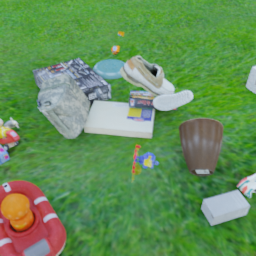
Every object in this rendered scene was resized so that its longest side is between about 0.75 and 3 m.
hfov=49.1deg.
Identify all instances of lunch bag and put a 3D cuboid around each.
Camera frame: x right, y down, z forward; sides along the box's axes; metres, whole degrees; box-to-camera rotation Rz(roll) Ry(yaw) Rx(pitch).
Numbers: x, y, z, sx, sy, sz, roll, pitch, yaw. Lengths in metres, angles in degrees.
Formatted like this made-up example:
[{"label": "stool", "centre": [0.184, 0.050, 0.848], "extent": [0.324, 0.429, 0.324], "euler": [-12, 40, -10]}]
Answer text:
[{"label": "lunch bag", "centre": [-2.176, -0.671, 9.413], "extent": [1.264, 1.814, 1.521], "euler": [-15, 48, 13]}]

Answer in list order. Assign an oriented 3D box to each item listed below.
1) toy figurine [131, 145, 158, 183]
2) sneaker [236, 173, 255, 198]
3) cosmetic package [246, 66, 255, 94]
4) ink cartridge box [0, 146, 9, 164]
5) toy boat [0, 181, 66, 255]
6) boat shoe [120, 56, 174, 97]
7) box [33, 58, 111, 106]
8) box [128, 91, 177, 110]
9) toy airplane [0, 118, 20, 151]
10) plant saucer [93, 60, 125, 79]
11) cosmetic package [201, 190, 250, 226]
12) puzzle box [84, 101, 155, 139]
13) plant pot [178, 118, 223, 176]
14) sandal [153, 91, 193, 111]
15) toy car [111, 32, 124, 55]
[{"label": "toy figurine", "centre": [0.441, 0.945, 7.034], "extent": [0.617, 1.029, 0.543], "euler": [8, 38, 7]}, {"label": "sneaker", "centre": [3.822, 1.656, 8.245], "extent": [1.259, 0.443, 0.589], "euler": [-19, 56, -20]}, {"label": "cosmetic package", "centre": [6.853, -2.249, 12.288], "extent": [2.939, 1.088, 1.494], "euler": [-17, 44, -22]}, {"label": "ink cartridge box", "centre": [-4.412, 0.986, 9.042], "extent": [0.618, 0.346, 0.906], "euler": [33, 52, 33]}, {"label": "toy boat", "centre": [-2.591, 2.139, 6.742], "extent": [1.545, 1.548, 2.368], "euler": [-25, 47, -27]}, {"label": "boat shoe", "centre": [0.893, -1.772, 9.969], "extent": [2.417, 0.827, 0.903], "euler": [15, 43, -39]}, {"label": "box", "centre": [-2.464, -1.888, 12.089], "extent": [2.327, 0.734, 2.950], "euler": [-23, 46, -25]}, {"label": "box", "centre": [0.978, -1.108, 11.104], "extent": [1.862, 0.351, 1.271], "euler": [5, 20, 1]}, {"label": "toy airplane", "centre": [-4.443, 0.128, 9.526], "extent": [1.391, 0.986, 1.397], "euler": [-5, 25, -20]}, {"label": "plant saucer", "centre": [-0.850, -2.932, 13.714], "extent": [1.764, 0.242, 1.764], "euler": [0, 40, 0]}, {"label": "cosmetic package", "centre": [2.614, 2.152, 7.573], "extent": [1.109, 0.500, 0.592], "euler": [-13, 41, -10]}, {"label": "puzzle box", "centre": [-0.263, -0.346, 10.608], "extent": [2.492, 0.317, 1.658], "euler": [6, 40, 7]}, {"label": "plant pot", "centre": [2.202, 0.659, 8.448], "extent": [1.363, 1.363, 1.458], "euler": [4, 63, 4]}, {"label": "sandal", "centre": [1.465, -0.872, 9.123], "extent": [1.303, 0.530, 0.320], "euler": [-10, 7, 17]}, {"label": "toy car", "centre": [-0.520, -3.777, 12.462], "extent": [0.335, 1.006, 0.493], "euler": [11, 8, -22]}]
